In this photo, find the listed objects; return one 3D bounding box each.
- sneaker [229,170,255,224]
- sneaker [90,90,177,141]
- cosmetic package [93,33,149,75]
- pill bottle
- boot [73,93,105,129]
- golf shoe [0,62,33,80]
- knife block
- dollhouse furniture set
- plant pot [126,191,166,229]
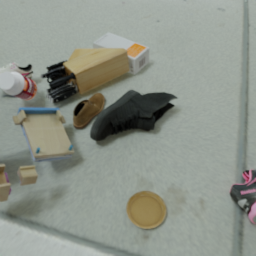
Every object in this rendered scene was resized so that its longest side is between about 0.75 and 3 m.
[{"bbox_3d":[3.795,1.388,7.569,2.577,1.018,1.229,-27,43,-23],"label":"sneaker"},{"bbox_3d":[0.223,-0.348,9.015,1.514,0.872,2.903,30,54,21],"label":"sneaker"},{"bbox_3d":[-0.291,-3.099,11.555,2.116,0.754,1.073,27,54,23],"label":"cosmetic package"},{"bbox_3d":[-3.718,-1.418,9.458,0.778,1.377,0.778,-1,85,9],"label":"pill bottle"},{"bbox_3d":[-1.318,-0.751,9.560,0.641,0.657,1.742,15,47,19],"label":"boot"},{"bbox_3d":[-4.338,-2.031,10.144,1.788,0.823,0.649,-8,36,-45],"label":"golf shoe"},{"bbox_3d":[-1.573,-1.875,10.191,2.886,0.923,2.534,3,46,11],"label":"knife block"},{"bbox_3d":[-2.816,0.930,7.936,2.714,1.771,2.562,-5,49,-38],"label":"dollhouse furniture set"},{"bbox_3d":[0.470,2.149,7.335,1.050,0.144,1.050,0,48,0],"label":"plant pot"}]
